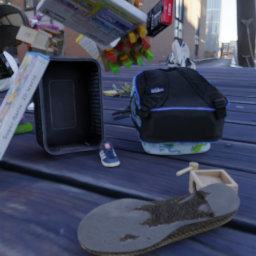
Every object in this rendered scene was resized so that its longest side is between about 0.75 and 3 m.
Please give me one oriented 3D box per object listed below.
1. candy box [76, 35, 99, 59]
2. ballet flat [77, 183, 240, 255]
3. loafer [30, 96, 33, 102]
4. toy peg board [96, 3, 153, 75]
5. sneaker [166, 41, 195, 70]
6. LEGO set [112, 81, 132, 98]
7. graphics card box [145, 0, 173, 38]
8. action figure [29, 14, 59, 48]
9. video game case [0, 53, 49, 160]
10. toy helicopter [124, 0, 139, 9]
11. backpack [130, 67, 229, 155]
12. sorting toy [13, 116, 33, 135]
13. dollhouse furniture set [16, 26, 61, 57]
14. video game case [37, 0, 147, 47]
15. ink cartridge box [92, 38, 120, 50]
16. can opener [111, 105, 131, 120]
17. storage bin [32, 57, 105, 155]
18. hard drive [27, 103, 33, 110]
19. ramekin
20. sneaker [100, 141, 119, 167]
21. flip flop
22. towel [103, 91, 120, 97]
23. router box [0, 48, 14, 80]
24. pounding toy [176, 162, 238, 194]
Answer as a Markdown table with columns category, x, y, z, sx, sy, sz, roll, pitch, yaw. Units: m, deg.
| category | x | y | z | sx | sy | sz | roll | pitch | yaw |
| --- | --- | --- | --- | --- | --- | --- | --- | --- | --- |
| candy box | -1.131 | -4.523 | 13.198 | 2.532 | 1.294 | 0.334 | -41 | 30 | 12 |
| ballet flat | 0.492 | 1.355 | 4.080 | 2.429 | 0.563 | 0.818 | -11 | 47 | -16 |
| loafer | -4.021 | -1.829 | 14.782 | 2.260 | 0.817 | 0.823 | -7 | 16 | -26 |
| toy peg board | -0.092 | -3.649 | 12.101 | 2.431 | 2.421 | 1.189 | -22 | 42 | -5 |
| sneaker | 1.658 | -2.489 | 9.899 | 1.052 | 0.645 | 1.616 | 26 | -6 | 40 |
| LEGO set | 0.204 | -2.047 | 16.160 | 2.389 | 0.677 | 1.551 | 14 | 31 | -9 |
| graphics card box | 0.857 | -3.066 | 7.831 | 0.297 | 0.732 | 1.167 | 5 | -4 | -21 |
| action figure | -3.494 | -3.845 | 10.875 | 1.405 | 1.264 | 1.886 | 9 | 1 | 18 |
| video game case | -2.647 | -0.343 | 6.210 | 0.252 | 2.830 | 2.025 | 25 | 2 | -30 |
| toy helicopter | -0.373 | -3.873 | 8.172 | 0.559 | 0.937 | 1.416 | -42 | 48 | -22 |
| backpack | 1.163 | -0.521 | 7.639 | 2.324 | 1.866 | 2.539 | -3 | 36 | -7 |
| sorting toy | -4.129 | -0.218 | 9.039 | 1.951 | 0.801 | 1.173 | -5 | 16 | -19 |
| dollhouse furniture set | -2.549 | -2.184 | 7.908 | 0.798 | 1.549 | 1.532 | 19 | -16 | -7 |
| video game case | -1.069 | -3.263 | 7.955 | 2.444 | 0.270 | 2.225 | 20 | -15 | -32 |
| ink cartridge box | -1.011 | -3.869 | 9.740 | 1.865 | 1.353 | 0.781 | 41 | -19 | -33 |
| can opener | -0.144 | -0.573 | 11.256 | 0.436 | 0.541 | 1.375 | 47 | 36 | 13 |
| storage bin | -1.574 | -0.594 | 7.297 | 1.571 | 2.324 | 1.089 | -6 | 8 | -27 |
| hard drive | -4.185 | -1.045 | 13.203 | 0.804 | 0.163 | 1.219 | -2 | 16 | -6 |
| ramekin | -8.372 | -3.472 | 17.446 | 2.701 | 2.701 | 1.418 | -3 | 25 | -12 |
| sneaker | -0.491 | 0.596 | 6.811 | 0.388 | 0.438 | 1.036 | -6 | 17 | -20 |
| flip flop | -3.891 | -3.041 | 9.102 | 0.857 | 1.207 | 2.976 | -21 | 5 | -41 |
| towel | -0.608 | -2.103 | 16.955 | 1.726 | 0.197 | 1.239 | -12 | 19 | -39 |
| router box | -4.616 | -2.003 | 9.076 | 1.434 | 1.069 | 0.366 | -11 | 36 | 10 |
| pounding toy | 1.332 | 1.039 | 5.146 | 0.912 | 0.475 | 1.038 | -1 | 16 | -3 |
